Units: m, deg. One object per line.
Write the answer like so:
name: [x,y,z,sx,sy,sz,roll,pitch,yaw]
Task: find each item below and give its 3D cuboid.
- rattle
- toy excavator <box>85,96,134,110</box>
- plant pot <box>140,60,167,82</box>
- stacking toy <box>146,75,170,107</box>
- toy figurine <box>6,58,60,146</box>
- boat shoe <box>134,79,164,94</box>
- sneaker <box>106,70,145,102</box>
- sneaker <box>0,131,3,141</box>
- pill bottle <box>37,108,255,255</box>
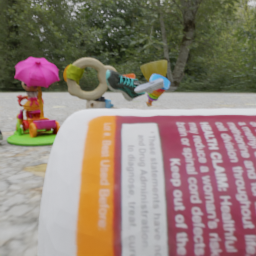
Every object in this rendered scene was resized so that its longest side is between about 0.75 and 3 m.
rattle: [-1.376,-2.194,12.852,2.916,1.898,2.083,-9,-2,-16]
toy excavator: [-0.948,-1.026,14.184,1.946,0.999,2.001,8,4,36]
plant pot: [1.247,-2.477,12.757,1.238,0.879,1.238,-13,1,0]
stacking toy: [1.073,-1.424,11.690,0.829,1.428,0.784,27,39,1]
toy figurine: [-2.753,-0.876,8.438,1.949,2.390,2.597,-6,11,-33]
boat shoe: [0.723,-1.306,9.323,1.014,0.331,0.373,-18,32,1]
sneaker: [-0.044,-1.767,11.140,0.981,0.834,2.151,-10,-19,31]
sneaker: [-4.596,-0.284,7.778,2.668,1.417,0.998,5,11,27]
pill bottle: [0.964,0.643,1.813,2.697,1.540,1.540,0,9,0]
